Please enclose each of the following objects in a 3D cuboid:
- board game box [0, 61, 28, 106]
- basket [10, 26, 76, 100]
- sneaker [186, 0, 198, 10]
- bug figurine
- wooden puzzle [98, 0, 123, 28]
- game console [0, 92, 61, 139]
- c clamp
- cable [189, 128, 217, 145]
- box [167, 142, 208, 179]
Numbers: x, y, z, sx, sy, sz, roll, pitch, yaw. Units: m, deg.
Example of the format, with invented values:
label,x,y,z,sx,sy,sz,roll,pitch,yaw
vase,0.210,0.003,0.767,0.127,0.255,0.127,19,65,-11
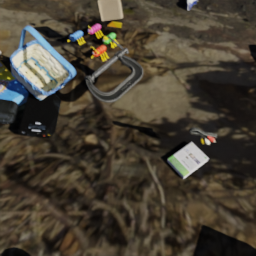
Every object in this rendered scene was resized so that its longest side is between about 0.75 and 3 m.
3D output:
label,x,y,z,sx,sy,sz,roll,pitch,yaw
board game box,-4.662,-1.331,9.819,1.588,0.419,2.076,-36,63,-22
basket,-2.606,-1.881,8.428,1.805,2.047,1.424,46,60,-13
sneaker,2.949,-5.798,12.902,0.511,0.358,0.885,5,54,6
bug figurine,-1.386,-3.556,11.278,2.012,0.518,1.560,37,63,23
wooden puzzle,-0.563,-3.784,8.955,0.770,1.141,0.133,-1,36,2
game console,-3.753,-0.603,9.088,2.945,0.355,1.737,8,55,-9
c clamp,-0.534,-1.757,8.745,1.815,0.288,2.125,34,66,11
cable,1.987,0.223,7.323,0.476,0.981,0.247,-16,64,35
box,1.787,0.965,8.407,1.018,0.185,0.735,-31,61,-21
